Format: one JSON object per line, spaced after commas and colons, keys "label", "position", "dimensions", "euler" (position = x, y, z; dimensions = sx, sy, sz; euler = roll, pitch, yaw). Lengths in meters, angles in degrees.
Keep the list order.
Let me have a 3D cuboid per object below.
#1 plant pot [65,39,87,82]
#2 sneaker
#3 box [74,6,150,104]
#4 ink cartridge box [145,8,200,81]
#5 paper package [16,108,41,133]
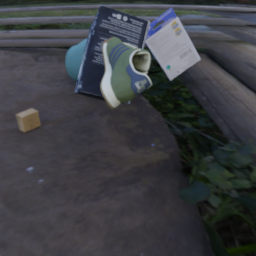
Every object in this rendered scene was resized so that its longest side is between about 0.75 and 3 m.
{"label": "plant pot", "position": [-1.640, -3.397, 14.662], "dimensions": [2.772, 2.950, 2.950], "euler": [4, 29, 34]}
{"label": "sneaker", "position": [0.028, -1.459, 6.404], "dimensions": [1.082, 0.808, 2.410], "euler": [-22, 41, 19]}
{"label": "box", "position": [-0.666, -2.217, 9.343], "dimensions": [1.617, 2.565, 2.609], "euler": [12, 3, -15]}
{"label": "ink cartridge box", "position": [1.792, -3.550, 12.039], "dimensions": [1.637, 2.743, 0.576], "euler": [-34, 36, 11]}
{"label": "paper package", "position": [-4.033, -0.303, 11.318], "dimensions": [0.411, 0.757, 0.794], "euler": [23, 38, 33]}
